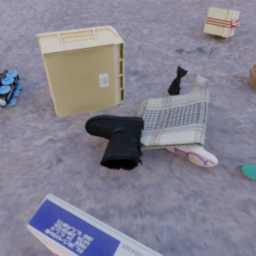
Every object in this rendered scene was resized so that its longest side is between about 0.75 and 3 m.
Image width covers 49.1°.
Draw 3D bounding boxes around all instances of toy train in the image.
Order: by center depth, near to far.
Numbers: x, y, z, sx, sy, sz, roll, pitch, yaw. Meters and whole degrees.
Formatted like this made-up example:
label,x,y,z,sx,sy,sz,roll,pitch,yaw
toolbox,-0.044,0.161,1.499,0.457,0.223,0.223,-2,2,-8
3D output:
label,x,y,z,sx,sy,sz,roll,pitch,yaw
toy train,-4.370,-1.363,9.732,1.020,0.774,1.785,-6,43,2

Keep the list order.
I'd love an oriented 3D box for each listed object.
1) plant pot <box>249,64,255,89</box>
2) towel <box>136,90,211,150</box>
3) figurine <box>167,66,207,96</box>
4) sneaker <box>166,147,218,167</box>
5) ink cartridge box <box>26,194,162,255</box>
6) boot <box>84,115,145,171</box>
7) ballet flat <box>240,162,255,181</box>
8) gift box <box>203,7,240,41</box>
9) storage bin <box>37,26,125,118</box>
label,x,y,z,sx,sy,sz,roll,pitch,yaw
plant pot,4.845,-1.727,10.148,1.187,0.548,1.187,12,45,-12
towel,1.147,-0.273,8.098,2.305,0.398,2.220,-6,42,29
figurine,1.992,-1.446,9.393,1.115,1.088,0.480,25,48,9
sneaker,1.769,0.485,7.732,1.612,0.603,0.803,28,62,27
ink cartridge box,0.075,2.303,4.190,2.741,2.791,0.604,22,57,17
boot,-0.425,0.393,7.413,1.856,0.687,1.521,-1,46,13
ballet flat,3.601,1.175,7.249,1.449,0.492,0.546,17,23,11
gift box,4.443,-4.848,13.143,1.325,1.419,1.309,21,34,26
storage bin,-1.380,-1.748,8.889,2.391,2.408,1.129,-12,45,-12
